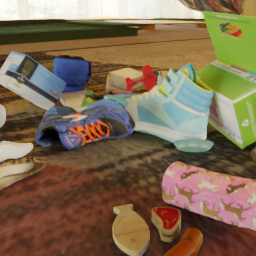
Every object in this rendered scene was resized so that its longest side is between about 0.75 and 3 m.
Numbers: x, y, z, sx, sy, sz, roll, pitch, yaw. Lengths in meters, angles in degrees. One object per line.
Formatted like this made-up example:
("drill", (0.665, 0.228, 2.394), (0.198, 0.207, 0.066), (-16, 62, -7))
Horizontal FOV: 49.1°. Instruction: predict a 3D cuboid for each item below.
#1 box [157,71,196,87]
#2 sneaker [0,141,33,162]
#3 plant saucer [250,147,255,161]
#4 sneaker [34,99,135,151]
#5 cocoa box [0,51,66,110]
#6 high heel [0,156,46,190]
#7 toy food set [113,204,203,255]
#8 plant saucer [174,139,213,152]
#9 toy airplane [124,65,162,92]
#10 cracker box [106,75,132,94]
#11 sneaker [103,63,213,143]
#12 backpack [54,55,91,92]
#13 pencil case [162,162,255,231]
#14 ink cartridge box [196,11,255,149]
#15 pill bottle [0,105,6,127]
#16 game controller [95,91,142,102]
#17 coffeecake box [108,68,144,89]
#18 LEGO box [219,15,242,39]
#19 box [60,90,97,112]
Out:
("box", (1.997, -1.204, 9.137), (1.941, 1.057, 1.241), (-2, 29, -5))
("sneaker", (-2.435, 0.442, 5.791), (0.918, 0.368, 0.323), (-15, 26, -3))
("plant saucer", (3.366, 0.604, 6.365), (1.058, 0.170, 1.058), (-2, 24, 1))
("sneaker", (-1.074, 0.071, 6.619), (2.742, 1.033, 1.075), (-6, 37, 31))
("cocoa box", (-2.986, -1.433, 8.665), (1.089, 1.071, 1.633), (22, -9, 43))
("high heel", (-2.235, 0.920, 5.390), (1.009, 0.506, 1.416), (-5, 17, 2))
("toy food set", (0.545, 1.800, 3.808), (1.490, 0.369, 2.344), (-4, 17, -2))
("plant saucer", (1.493, 0.424, 6.416), (0.891, 0.160, 0.891), (4, -14, 1))
("toy airplane", (0.413, -1.449, 8.444), (1.279, 0.235, 1.279), (-14, 54, 20))
("cracker box", (-0.359, -1.485, 10.250), (0.867, 0.373, 1.294), (10, 30, -10))
("sneaker", (0.722, -0.832, 7.045), (2.909, 1.899, 1.157), (17, 24, 13))
("backpack", (-1.986, -1.972, 10.179), (1.272, 1.314, 1.566), (0, 5, -3))
("pencil case", (1.448, 1.057, 4.540), (1.861, 0.771, 0.805), (7, 0, 38))
("ink cartridge box", (2.355, -1.241, 6.961), (1.082, 2.857, 2.111), (-30, 31, -2))
("pill bottle", (-4.007, -0.392, 7.150), (0.875, 0.875, 1.549), (18, 4, 32))
("game controller", (0.048, -0.895, 8.503), (2.091, 0.440, 1.091), (4, 6, 27))
("coffeecake box", (0.003, -1.766, 9.973), (0.878, 0.418, 1.144), (24, 31, 27))
("LEGO box", (3.516, -1.492, 7.657), (1.055, 2.735, 2.037), (-27, 27, 3))
("box", (-1.547, -0.872, 9.397), (1.155, 0.291, 1.600), (-11, 29, -23))
